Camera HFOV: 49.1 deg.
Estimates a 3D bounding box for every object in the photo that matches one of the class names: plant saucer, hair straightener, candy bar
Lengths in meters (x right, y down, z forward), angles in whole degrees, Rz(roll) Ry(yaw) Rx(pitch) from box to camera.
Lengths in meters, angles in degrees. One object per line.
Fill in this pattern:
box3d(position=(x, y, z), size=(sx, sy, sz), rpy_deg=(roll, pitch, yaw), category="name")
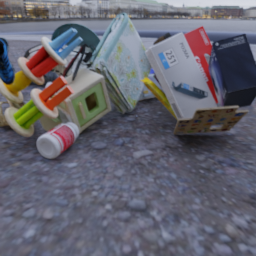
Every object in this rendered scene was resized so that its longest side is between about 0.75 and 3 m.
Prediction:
box3d(position=(-1.874, -2.993, 10.580), size=(2.091, 2.091, 0.287), rpy_deg=(5, 45, 11), category="plant saucer")
box3d(position=(-1.450, -2.104, 8.960), size=(0.658, 0.350, 1.710), rpy_deg=(25, 53, -5), category="hair straightener")
box3d(position=(1.239, -0.895, 9.397), size=(2.185, 0.242, 0.545), rpy_deg=(48, 32, 6), category="candy bar")

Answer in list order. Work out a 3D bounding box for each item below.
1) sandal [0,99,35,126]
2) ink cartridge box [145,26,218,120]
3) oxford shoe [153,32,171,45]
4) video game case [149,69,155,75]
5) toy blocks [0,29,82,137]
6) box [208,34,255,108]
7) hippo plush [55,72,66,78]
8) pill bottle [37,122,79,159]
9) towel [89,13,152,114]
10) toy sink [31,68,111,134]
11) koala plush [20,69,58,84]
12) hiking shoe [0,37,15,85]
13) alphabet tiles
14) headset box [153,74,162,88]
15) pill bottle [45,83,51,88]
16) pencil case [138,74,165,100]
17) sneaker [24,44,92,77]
box3d(position=(-4.112, -0.482, 9.659), size=(1.021, 1.138, 3.103), rpy_deg=(-40, 37, -5), category="sandal")
box3d(position=(2.061, -1.709, 8.664), size=(2.229, 2.530, 0.566), rpy_deg=(-28, 6, -13), category="ink cartridge box")
box3d(position=(1.655, -2.743, 11.614), size=(0.979, 2.320, 0.843), rpy_deg=(-26, 37, 10), category="oxford shoe")
box3d(position=(1.416, -2.389, 13.096), size=(1.276, 1.156, 0.290), rpy_deg=(-21, 61, -6), category="video game case")
box3d(position=(-2.270, -1.399, 7.912), size=(2.308, 2.769, 1.005), rpy_deg=(60, 13, 29), category="toy blocks")
box3d(position=(2.961, -1.492, 7.957), size=(0.969, 1.560, 1.573), rpy_deg=(-14, -18, 8), category="box")
box3d(position=(-2.417, -3.142, 13.860), size=(2.819, 2.245, 2.266), rpy_deg=(-11, 26, -22), category="hippo plush")
box3d(position=(-1.925, 0.305, 7.892), size=(0.692, 0.692, 1.233), rpy_deg=(9, 26, 20), category="pill bottle")
box3d(position=(-0.161, -2.382, 10.483), size=(0.717, 2.548, 2.977), rpy_deg=(1, 53, 33), category="towel")
box3d(position=(-1.721, -0.725, 8.897), size=(2.097, 1.367, 1.175), rpy_deg=(-37, 46, -28), category="toy sink")
box3d(position=(-4.845, -2.861, 14.529), size=(1.911, 1.757, 1.695), rpy_deg=(-17, 33, 15), category="koala plush")
box3d(position=(-3.108, -1.615, 6.838), size=(0.433, 1.164, 0.505), rpy_deg=(-8, 14, 1), category="hiking shoe")
box3d(position=(2.269, -0.181, 7.933), size=(1.769, 0.080, 2.116), rpy_deg=(-3, -18, 2), category="alphabet tiles")
box3d(position=(1.693, -1.536, 9.665), size=(1.663, 0.624, 1.236), rpy_deg=(54, 35, 7), category="headset box")
box3d(position=(-2.154, -1.282, 10.909), size=(1.956, 1.118, 1.118), rpy_deg=(4, 24, 4), category="pill bottle")
box3d(position=(1.384, -1.860, 12.474), size=(2.433, 1.011, 1.104), rpy_deg=(-10, 67, -24), category="pencil case")
box3d(position=(-2.195, -2.093, 9.729), size=(2.537, 1.460, 0.957), rpy_deg=(-10, -16, -35), category="sneaker")
